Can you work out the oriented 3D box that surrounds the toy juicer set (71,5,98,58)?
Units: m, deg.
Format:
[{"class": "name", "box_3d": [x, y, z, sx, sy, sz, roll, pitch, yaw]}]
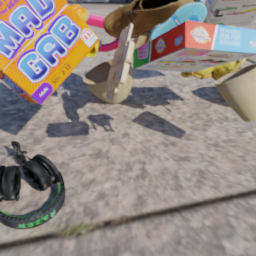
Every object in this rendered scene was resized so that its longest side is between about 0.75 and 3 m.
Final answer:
[{"class": "toy juicer set", "box_3d": [-2.271, -2.739, 7.931, 2.702, 1.719, 0.735, 1, 50, 12]}]

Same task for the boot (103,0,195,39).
[{"class": "boot", "box_3d": [0.306, -3.165, 7.629, 2.955, 1.088, 1.115, 4, -1, 37]}]

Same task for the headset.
[{"class": "headset", "box_3d": [-2.320, 1.219, 6.336, 1.503, 1.144, 2.434, -16, 47, -22]}]

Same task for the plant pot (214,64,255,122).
[{"class": "plant pot", "box_3d": [2.725, -0.750, 6.478, 1.052, 1.123, 1.052, -27, 9, 4]}]

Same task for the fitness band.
[{"class": "fitness band", "box_3d": [-1.355, -3.428, 9.911, 2.437, 0.456, 1.750, 15, 50, 4]}]

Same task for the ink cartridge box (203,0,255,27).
[{"class": "ink cartridge box", "box_3d": [3.418, -4.112, 8.902, 1.698, 0.985, 2.345, -3, -4, 5]}]

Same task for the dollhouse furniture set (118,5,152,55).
[{"class": "dollhouse furniture set", "box_3d": [0.837, -2.601, 9.225, 2.229, 1.540, 2.361, -2, 46, -30]}]

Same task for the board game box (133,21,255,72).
[{"class": "board game box", "box_3d": [0.902, -1.102, 4.081, 1.186, 0.312, 1.550, -2, 3, -22]}]

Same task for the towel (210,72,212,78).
[{"class": "towel", "box_3d": [2.563, -1.960, 9.750, 1.350, 0.351, 2.037, 5, 14, -24]}]

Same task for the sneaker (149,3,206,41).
[{"class": "sneaker", "box_3d": [1.045, -2.322, 6.377, 1.385, 0.551, 0.904, -31, 16, 4]}]

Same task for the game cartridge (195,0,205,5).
[{"class": "game cartridge", "box_3d": [2.073, -3.670, 8.652, 0.203, 0.992, 0.661, 27, 62, -8]}]

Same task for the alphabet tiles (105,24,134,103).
[{"class": "alphabet tiles", "box_3d": [-0.231, -1.617, 7.266, 0.146, 1.950, 1.994, 13, 5, -15]}]

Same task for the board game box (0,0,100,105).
[{"class": "board game box", "box_3d": [-2.205, -1.872, 6.248, 1.919, 1.919, 1.920, -52, 25, -13]}]

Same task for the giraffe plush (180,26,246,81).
[{"class": "giraffe plush", "box_3d": [2.295, -1.904, 8.010, 1.512, 1.609, 1.865, -6, 49, -5]}]

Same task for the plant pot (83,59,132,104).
[{"class": "plant pot", "box_3d": [-0.592, -1.684, 10.795, 1.883, 1.264, 1.883, -17, 34, 12]}]
